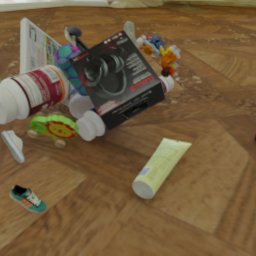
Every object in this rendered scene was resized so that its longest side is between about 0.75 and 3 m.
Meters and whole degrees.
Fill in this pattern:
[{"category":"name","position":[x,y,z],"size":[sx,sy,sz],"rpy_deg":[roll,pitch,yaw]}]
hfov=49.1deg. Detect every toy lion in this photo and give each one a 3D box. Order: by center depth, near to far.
[{"category":"toy lion","position":[-1.955,0.010,7.371],"size":[1.230,1.179,0.422],"rpy_deg":[20,56,-13]}]

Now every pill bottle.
[{"category":"pill bottle","position":[-2.634,-0.885,7.370],"size":[1.091,1.091,1.911],"rpy_deg":[21,37,32]},{"category":"pill bottle","position":[-0.791,-0.255,8.209],"size":[0.822,0.822,1.421],"rpy_deg":[24,45,35]},{"category":"pill bottle","position":[-1.479,-1.223,9.427],"size":[1.033,1.033,1.859],"rpy_deg":[-5,43,-8]},{"category":"pill bottle","position":[0.979,-1.394,10.075],"size":[1.256,0.717,0.717],"rpy_deg":[-31,39,-15]}]

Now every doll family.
[{"category":"doll family","position":[0.921,-2.325,8.438],"size":[1.824,0.822,1.132],"rpy_deg":[40,45,-1]}]

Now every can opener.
[{"category":"can opener","position":[-1.531,-2.725,8.977],"size":[0.516,0.411,1.543],"rpy_deg":[-10,-14,17]}]

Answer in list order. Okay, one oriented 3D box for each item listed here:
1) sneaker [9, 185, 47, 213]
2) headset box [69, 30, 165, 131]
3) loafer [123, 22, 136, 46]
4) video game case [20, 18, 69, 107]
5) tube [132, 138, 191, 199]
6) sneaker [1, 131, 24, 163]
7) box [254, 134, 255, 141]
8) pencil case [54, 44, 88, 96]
[{"category":"sneaker","position":[-1.881,1.340,5.304],"size":[0.757,0.303,0.270],"rpy_deg":[28,38,-3]},{"category":"headset box","position":[-0.228,-1.053,6.479],"size":[1.527,0.793,2.052],"rpy_deg":[-29,61,-1]},{"category":"loafer","position":[0.015,-2.605,8.233],"size":[0.369,0.368,1.056],"rpy_deg":[9,70,-24]},{"category":"video game case","position":[-2.704,-2.156,9.564],"size":[0.284,2.259,2.482],"rpy_deg":[-24,60,23]},{"category":"tube","position":[0.781,0.809,6.387],"size":[0.565,0.506,1.947],"rpy_deg":[43,44,2]},{"category":"sneaker","position":[-2.852,0.442,7.144],"size":[0.347,0.358,0.980],"rpy_deg":[-25,72,-39]},{"category":"box","position":[4.766,0.594,7.209],"size":[1.835,0.531,2.309],"rpy_deg":[-7,31,-11]},{"category":"pencil case","position":[-1.397,-1.554,7.759],"size":[0.694,1.502,0.639],"rpy_deg":[-21,54,6]}]
